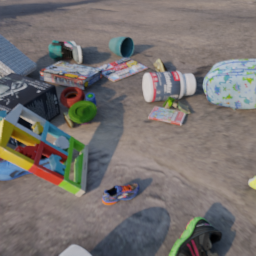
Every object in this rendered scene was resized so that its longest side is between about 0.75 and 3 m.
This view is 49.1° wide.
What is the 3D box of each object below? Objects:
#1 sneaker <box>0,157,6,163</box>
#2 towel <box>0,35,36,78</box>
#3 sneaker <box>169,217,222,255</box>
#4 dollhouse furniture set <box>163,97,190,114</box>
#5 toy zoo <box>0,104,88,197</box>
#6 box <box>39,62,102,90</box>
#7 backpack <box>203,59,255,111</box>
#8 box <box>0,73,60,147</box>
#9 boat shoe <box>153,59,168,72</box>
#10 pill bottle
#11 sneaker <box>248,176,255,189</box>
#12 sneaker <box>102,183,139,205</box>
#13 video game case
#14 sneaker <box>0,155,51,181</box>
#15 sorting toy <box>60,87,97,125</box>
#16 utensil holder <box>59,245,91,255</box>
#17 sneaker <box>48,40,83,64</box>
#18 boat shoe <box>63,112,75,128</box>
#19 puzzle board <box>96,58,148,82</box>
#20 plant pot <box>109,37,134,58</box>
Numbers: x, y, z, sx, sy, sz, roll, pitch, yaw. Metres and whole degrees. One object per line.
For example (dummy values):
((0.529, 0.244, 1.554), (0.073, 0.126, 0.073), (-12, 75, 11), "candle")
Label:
((-4.095, 0.907, 8.615), (0.437, 0.514, 1.185), (13, 38, 17), "sneaker")
((-5.709, -3.041, 12.674), (2.558, 1.095, 2.118), (39, 27, -14), "towel")
((1.395, 2.747, 5.895), (0.874, 0.801, 2.087), (19, 42, 30), "sneaker")
((1.896, -0.740, 11.002), (0.942, 0.473, 0.617), (26, 27, -10), "dollhouse furniture set")
((-2.396, 0.482, 7.731), (2.982, 0.305, 1.957), (35, 26, -27), "toy zoo")
((-2.664, -2.493, 13.134), (2.421, 0.483, 1.657), (15, 33, 21), "box")
((4.282, -1.730, 11.044), (2.541, 2.073, 1.954), (26, 57, 39), "backpack")
((-4.119, -0.761, 10.154), (2.281, 1.413, 2.242), (18, 42, 23), "box")
((1.607, -2.938, 13.900), (0.475, 0.555, 1.515), (-33, 28, 16), "boat shoe")
((1.688, -1.739, 11.607), (1.992, 1.191, 1.191), (-7, 37, -11), "pill bottle")
((3.956, 1.706, 7.538), (1.377, 0.519, 0.526), (17, 39, 24), "sneaker")
((-0.188, 1.727, 7.531), (1.082, 0.424, 0.407), (-19, 40, -17), "sneaker")
((1.508, -0.472, 10.752), (1.259, 0.110, 0.900), (12, 34, 17), "video game case")
((-3.094, 1.003, 8.263), (2.064, 0.809, 0.680), (-7, 39, -8), "sneaker")
((-1.784, -0.752, 10.720), (1.232, 0.841, 2.050), (-25, 54, -15), "sorting toy")
((-1.226, 3.103, 5.047), (1.277, 1.277, 1.502), (26, 41, 30), "utensil holder")
((-3.347, -3.986, 14.723), (1.558, 1.079, 2.581), (-10, 30, -22), "sneaker")
((-2.177, -0.329, 10.417), (0.307, 0.359, 0.979), (-18, 40, -17), "boat shoe")
((-0.366, -3.018, 14.189), (2.231, 0.194, 1.681), (-28, 44, -31), "puzzle board")
((-0.449, -4.499, 15.474), (1.083, 1.153, 1.153), (23, 42, 36), "plant pot")
